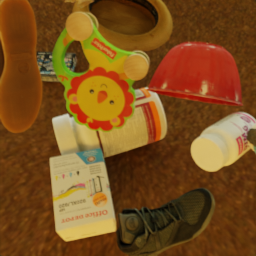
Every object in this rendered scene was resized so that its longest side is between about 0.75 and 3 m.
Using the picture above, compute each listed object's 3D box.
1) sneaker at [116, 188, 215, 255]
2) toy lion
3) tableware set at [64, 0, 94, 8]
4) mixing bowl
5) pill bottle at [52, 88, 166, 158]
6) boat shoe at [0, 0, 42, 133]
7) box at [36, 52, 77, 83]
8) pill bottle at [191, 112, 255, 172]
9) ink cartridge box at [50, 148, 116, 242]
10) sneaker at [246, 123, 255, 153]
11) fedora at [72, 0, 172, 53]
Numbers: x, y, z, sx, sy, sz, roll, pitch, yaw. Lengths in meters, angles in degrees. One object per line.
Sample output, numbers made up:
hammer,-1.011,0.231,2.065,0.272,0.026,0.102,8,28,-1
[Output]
sneaker,0.608,1.766,5.238,2.075,1.188,0.793,-36,47,16
toy lion,-0.698,-1.030,6.089,2.188,2.097,0.751,35,21,-9
tableware set,-0.831,-2.928,6.170,0.938,0.130,1.123,-18,14,19
mixing bowl,1.453,-1.141,5.878,1.989,1.989,1.077,10,94,6
pill bottle,-0.520,-0.033,7.838,2.875,1.575,1.575,-17,60,-10
boat shoe,-2.158,-1.170,5.246,0.872,2.477,0.871,-11,28,-43
box,-2.608,-2.142,9.837,1.431,0.329,1.138,3,59,2
pill bottle,1.721,0.237,4.944,1.272,0.721,0.721,-25,60,-38
ink cartridge box,-1.101,1.681,6.958,1.326,1.303,1.801,-11,60,-6
sneaker,3.192,-0.259,5.213,2.996,1.123,1.298,-12,47,-24
fedora,-0.170,-2.981,8.161,2.828,1.153,2.828,4,63,-8
